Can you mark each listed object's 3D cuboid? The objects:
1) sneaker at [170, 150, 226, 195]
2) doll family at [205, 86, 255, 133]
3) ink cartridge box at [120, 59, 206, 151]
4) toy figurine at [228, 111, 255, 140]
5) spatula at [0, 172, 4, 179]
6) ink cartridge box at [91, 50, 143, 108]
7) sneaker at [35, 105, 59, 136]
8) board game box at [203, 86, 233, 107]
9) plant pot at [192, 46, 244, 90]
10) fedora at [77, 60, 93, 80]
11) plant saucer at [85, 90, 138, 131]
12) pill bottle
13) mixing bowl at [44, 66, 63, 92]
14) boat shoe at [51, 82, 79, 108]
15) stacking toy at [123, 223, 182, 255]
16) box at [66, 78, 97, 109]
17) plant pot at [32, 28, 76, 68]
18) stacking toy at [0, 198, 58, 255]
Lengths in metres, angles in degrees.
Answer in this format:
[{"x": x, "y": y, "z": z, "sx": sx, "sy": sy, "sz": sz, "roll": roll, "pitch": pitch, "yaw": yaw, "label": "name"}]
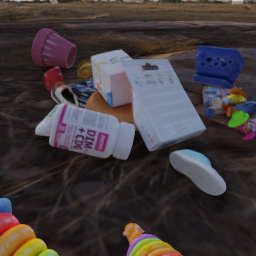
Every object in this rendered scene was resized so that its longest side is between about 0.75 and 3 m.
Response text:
[{"x": 1.653, "y": 0.862, "z": 6.235, "sx": 0.665, "sy": 0.600, "sz": 1.623, "roll": -18, "pitch": 31, "yaw": -24, "label": "sneaker"}, {"x": 3.652, "y": -0.691, "z": 8.952, "sx": 1.387, "sy": 1.007, "sz": 2.235, "roll": -12, "pitch": 29, "yaw": -24, "label": "doll family"}, {"x": 0.854, "y": -0.708, "z": 7.573, "sx": 1.946, "sy": 0.683, "sz": 2.394, "roll": -13, "pitch": 67, "yaw": -41, "label": "ink cartridge box"}, {"x": 3.229, "y": -0.010, "z": 7.818, "sx": 0.582, "sy": 0.714, "sz": 0.776, "roll": -30, "pitch": 19, "yaw": 27, "label": "toy figurine"}, {"x": -3.855, "y": 0.947, "z": 6.465, "sx": 2.359, "sy": 0.242, "sz": 0.667, "roll": 8, "pitch": 27, "yaw": 16, "label": "spatula"}, {"x": -0.339, "y": -1.476, "z": 8.208, "sx": 1.024, "sy": 1.042, "sz": 1.416, "roll": -17, "pitch": 41, "yaw": -20, "label": "ink cartridge box"}, {"x": -2.139, "y": -0.316, "z": 8.492, "sx": 0.691, "sy": 0.728, "sz": 1.808, "roll": 13, "pitch": 28, "yaw": 22, "label": "sneaker"}, {"x": 3.557, "y": -1.175, "z": 10.638, "sx": 1.326, "sy": 0.409, "sz": 1.327, "roll": 4, "pitch": 26, "yaw": 9, "label": "board game box"}, {"x": 3.662, "y": -2.370, "z": 11.526, "sx": 1.642, "sy": 1.477, "sz": 1.642, "roll": 17, "pitch": 5, "yaw": 31, "label": "plant pot"}, {"x": -1.867, "y": -2.520, "z": 12.604, "sx": 1.133, "sy": 1.133, "sz": 0.462, "roll": 10, "pitch": 19, "yaw": 20, "label": "fedora"}, {"x": -0.089, "y": -0.785, "z": 8.469, "sx": 2.455, "sy": 0.459, "sz": 2.455, "roll": -2, "pitch": 37, "yaw": 2, "label": "plant saucer"}, {"x": -0.848, "y": 0.131, "z": 6.767, "sx": 1.855, "sy": 1.052, "sz": 1.052, "roll": 14, "pitch": 25, "yaw": -7, "label": "pill bottle"}, {"x": -2.735, "y": -1.699, "z": 10.162, "sx": 0.549, "sy": 1.013, "sz": 1.013, "roll": -10, "pitch": 28, "yaw": -22, "label": "mixing bowl"}, {"x": -1.856, "y": -0.923, "z": 8.322, "sx": 0.637, "sy": 0.560, "sz": 1.789, "roll": 1, "pitch": 38, "yaw": -27, "label": "boat shoe"}, {"x": 0.302, "y": 1.886, "z": 4.056, "sx": 0.931, "sy": 0.880, "sz": 1.604, "roll": -1, "pitch": 14, "yaw": -22, "label": "stacking toy"}, {"x": -0.977, "y": -1.442, "z": 10.957, "sx": 2.070, "sy": 0.599, "sz": 2.604, "roll": 23, "pitch": 34, "yaw": 39, "label": "box"}, {"x": -3.916, "y": -4.180, "z": 15.291, "sx": 1.818, "sy": 2.031, "sz": 2.031, "roll": 20, "pitch": 29, "yaw": 6, "label": "plant pot"}, {"x": -1.210, "y": 1.993, "z": 3.574, "sx": 2.268, "sy": 1.245, "sz": 1.316, "roll": 21, "pitch": 28, "yaw": 14, "label": "stacking toy"}]
